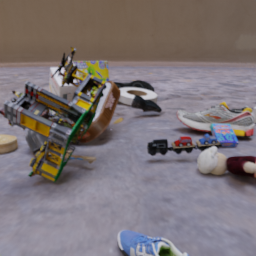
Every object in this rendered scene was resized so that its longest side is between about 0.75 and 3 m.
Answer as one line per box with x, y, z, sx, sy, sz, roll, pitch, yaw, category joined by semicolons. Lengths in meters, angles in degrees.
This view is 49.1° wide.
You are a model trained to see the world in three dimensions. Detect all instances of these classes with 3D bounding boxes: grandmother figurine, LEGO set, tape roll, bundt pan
2.560;0.824;5.674;2.314;0.701;1.403;5;-11;27;grandmother figurine
-1.602;-0.307;5.845;1.466;1.946;2.530;26;53;-1;LEGO set
0.403;-1.519;13.513;2.004;0.366;2.004;5;22;-2;tape roll
-2.109;0.039;7.353;1.385;0.520;1.385;-31;12;7;bundt pan

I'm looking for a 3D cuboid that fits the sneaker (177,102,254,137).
2.696;-0.345;8.751;2.354;0.967;0.916;8;7;22;sneaker

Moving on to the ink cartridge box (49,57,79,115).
-2.293;-1.314;9.825;0.690;2.049;1.200;-9;45;-29;ink cartridge box

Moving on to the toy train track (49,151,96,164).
-1.322;0.744;6.504;1.258;0.205;0.722;2;14;23;toy train track

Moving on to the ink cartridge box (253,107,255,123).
5.209;-0.416;9.895;1.348;0.564;0.972;14;22;40;ink cartridge box

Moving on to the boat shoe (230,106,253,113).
4.507;-0.613;10.769;1.302;0.445;0.481;-2;17;-8;boat shoe

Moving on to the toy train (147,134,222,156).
1.325;0.390;6.621;1.773;0.406;0.302;-4;13;-1;toy train

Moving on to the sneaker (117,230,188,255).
0.325;1.536;3.512;1.180;0.455;0.447;14;23;42;sneaker

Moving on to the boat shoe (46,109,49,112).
-3.434;-0.637;10.744;0.461;0.512;1.418;-18;13;8;boat shoe

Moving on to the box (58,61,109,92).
-1.933;-1.944;12.415;1.980;1.907;1.208;-6;8;-21;box

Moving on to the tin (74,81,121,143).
-0.992;-0.553;8.458;1.311;0.490;2.341;-22;36;34;tin

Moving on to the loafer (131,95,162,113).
0.704;-0.828;10.854;1.330;0.481;0.484;21;25;-25;loafer

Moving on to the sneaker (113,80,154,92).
0.130;-2.088;15.033;2.571;0.976;1.167;5;7;4;sneaker

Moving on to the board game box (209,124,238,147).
2.675;0.194;7.849;0.581;0.172;0.764;2;42;-6;board game box

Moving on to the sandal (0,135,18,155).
-4.518;0.058;7.482;3.103;1.021;1.138;1;17;4;sandal
